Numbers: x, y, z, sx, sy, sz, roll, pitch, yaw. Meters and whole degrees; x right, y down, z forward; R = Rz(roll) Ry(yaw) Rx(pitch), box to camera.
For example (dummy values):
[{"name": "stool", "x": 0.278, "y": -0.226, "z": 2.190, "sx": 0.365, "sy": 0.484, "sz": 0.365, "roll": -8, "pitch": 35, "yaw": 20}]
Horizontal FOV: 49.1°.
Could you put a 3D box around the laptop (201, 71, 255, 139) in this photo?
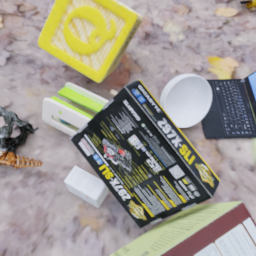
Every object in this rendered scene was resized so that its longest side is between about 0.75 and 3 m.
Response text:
[{"name": "laptop", "x": 3.645, "y": -1.008, "z": 8.646, "sx": 2.666, "sy": 1.377, "sz": 2.363, "roll": -1, "pitch": 58, "yaw": -1}]

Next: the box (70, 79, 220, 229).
[{"name": "box", "x": 0.251, "y": 0.677, "z": 6.108, "sx": 2.739, "sy": 2.187, "sz": 0.676, "roll": 51, "pitch": 40, "yaw": 1}]

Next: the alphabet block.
[{"name": "alphabet block", "x": -1.018, "y": -2.952, "z": 8.484, "sx": 2.180, "sy": 2.192, "sz": 2.232, "roll": 30, "pitch": 20, "yaw": -3}]

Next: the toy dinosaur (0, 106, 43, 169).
[{"name": "toy dinosaur", "x": -3.562, "y": 0.464, "z": 8.089, "sx": 2.607, "sy": 1.331, "sz": 1.769, "roll": 29, "pitch": 76, "yaw": -5}]

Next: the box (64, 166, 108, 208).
[{"name": "box", "x": -1.086, "y": 1.573, "z": 7.431, "sx": 0.995, "sy": 0.758, "sz": 0.529, "roll": 26, "pitch": 62, "yaw": 14}]

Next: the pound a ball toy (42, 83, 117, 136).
[{"name": "pound a ball toy", "x": -0.772, "y": -0.240, "z": 8.394, "sx": 2.950, "sy": 1.253, "sz": 1.923, "roll": 26, "pitch": 42, "yaw": 11}]

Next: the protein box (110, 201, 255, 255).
[{"name": "protein box", "x": 1.041, "y": 2.875, "z": 5.378, "sx": 2.600, "sy": 2.581, "sz": 1.754, "roll": -26, "pitch": 78, "yaw": -15}]

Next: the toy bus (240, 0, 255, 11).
[{"name": "toy bus", "x": 5.238, "y": -5.342, "z": 11.552, "sx": 1.667, "sy": 0.913, "sz": 1.766, "roll": -13, "pitch": 20, "yaw": -41}]

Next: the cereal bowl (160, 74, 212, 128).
[{"name": "cereal bowl", "x": 1.603, "y": -0.826, "z": 8.160, "sx": 1.563, "sy": 1.563, "sz": 0.651, "roll": -19, "pitch": 27, "yaw": -11}]
